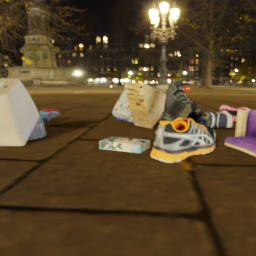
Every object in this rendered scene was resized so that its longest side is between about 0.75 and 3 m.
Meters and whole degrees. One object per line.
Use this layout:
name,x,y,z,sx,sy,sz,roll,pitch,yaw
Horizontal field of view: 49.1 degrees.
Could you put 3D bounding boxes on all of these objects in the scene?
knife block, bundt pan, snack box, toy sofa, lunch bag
knife block,1.131,-1.311,12.636,0.926,2.895,2.542,11,45,32
bundt pan,-4.124,-0.075,10.446,2.090,0.784,2.090,1,9,0
snack box,-0.098,0.506,8.522,1.359,0.252,0.789,4,10,24
toy sofa,3.887,0.192,7.572,1.311,1.112,2.686,0,10,-14
lunch bag,0.078,-1.078,14.226,0.804,1.705,2.127,29,-7,-29

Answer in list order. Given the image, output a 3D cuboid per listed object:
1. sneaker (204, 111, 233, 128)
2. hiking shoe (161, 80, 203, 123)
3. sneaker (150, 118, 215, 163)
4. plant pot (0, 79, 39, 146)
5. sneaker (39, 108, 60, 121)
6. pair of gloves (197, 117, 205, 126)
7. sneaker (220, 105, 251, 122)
sneaker,3.819,-0.381,12.268,1.082,0.699,1.995,1,7,7
hiking shoe,2.108,-0.694,10.816,1.480,1.114,2.941,10,50,8
sneaker,1.676,0.190,7.809,1.037,1.023,2.650,11,17,40
plant pot,-4.209,-0.615,9.175,1.857,1.646,1.859,0,35,1
sneaker,-4.103,-0.681,14.521,0.513,0.618,1.294,31,18,29
pair of gloves,2.860,-0.565,13.939,2.256,0.320,2.807,1,17,-38
sneaker,5.194,-0.529,13.670,1.886,0.745,0.899,12,55,50
